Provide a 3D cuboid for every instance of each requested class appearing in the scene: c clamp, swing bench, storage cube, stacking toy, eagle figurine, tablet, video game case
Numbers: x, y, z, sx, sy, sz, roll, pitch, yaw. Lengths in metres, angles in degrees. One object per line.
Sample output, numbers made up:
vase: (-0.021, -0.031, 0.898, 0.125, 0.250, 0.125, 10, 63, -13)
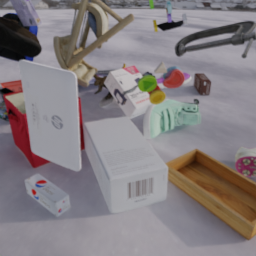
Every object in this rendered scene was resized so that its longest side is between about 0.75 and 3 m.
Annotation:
c clamp: (2.324, -2.435, 7.732, 2.623, 0.355, 2.241, 5, 41, 45)
swing bench: (-1.325, -3.322, 10.104, 1.875, 2.889, 2.874, 35, 17, -12)
storage cube: (-2.565, -0.141, 8.635, 1.998, 1.796, 1.708, -21, 35, -32)
stacking toy: (1.029, -2.892, 7.040, 0.890, 0.277, 1.181, -11, -15, 8)
eagle figurine: (-0.207, -1.898, 12.219, 2.420, 1.826, 1.836, 6, 53, -36)
tablet: (-1.409, -0.176, 5.090, 1.268, 1.949, 0.133, 17, 33, 24)
video game case: (-1.413, -2.422, 13.415, 2.673, 0.254, 1.909, -5, -2, -11)
stacking toy: (0.807, -1.297, 7.434, 1.071, 1.183, 0.500, 30, 31, -40)

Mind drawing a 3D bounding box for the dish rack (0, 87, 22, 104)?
dish rack: (-3.599, -1.311, 11.453, 1.970, 0.701, 2.568, 26, 37, 30)

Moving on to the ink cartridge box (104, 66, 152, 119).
ink cartridge box: (0.136, -1.440, 11.112, 1.332, 0.776, 1.840, -24, 72, -36)

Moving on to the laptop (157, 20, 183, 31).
laptop: (1.635, -4.006, 10.647, 0.801, 0.467, 0.904, 3, 46, 44)

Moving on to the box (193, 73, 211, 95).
box: (3.526, -2.107, 13.374, 0.498, 0.666, 1.330, 0, 29, 0)

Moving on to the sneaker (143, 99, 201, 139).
sneaker: (1.620, -0.362, 9.745, 1.626, 1.014, 2.757, 8, 27, 26)

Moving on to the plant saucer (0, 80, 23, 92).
plant saucer: (-5.104, -1.902, 13.382, 1.657, 0.305, 1.660, -15, 33, -25)

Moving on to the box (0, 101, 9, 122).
box: (-4.764, -0.706, 11.213, 1.519, 0.286, 1.038, 16, 33, 27)

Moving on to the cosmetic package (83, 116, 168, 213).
cosmetic package: (-0.215, 0.814, 7.671, 1.499, 1.092, 2.949, -9, 28, -16)

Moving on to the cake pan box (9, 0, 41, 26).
cake pan box: (-2.678, -3.041, 7.293, 0.705, 0.766, 0.200, 13, 49, 39)

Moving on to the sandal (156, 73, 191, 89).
sandal: (2.109, -2.540, 14.095, 2.933, 0.721, 1.193, -21, 35, -33)

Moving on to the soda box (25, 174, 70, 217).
soda box: (-1.984, 1.613, 6.847, 1.275, 0.434, 0.406, 22, 36, 34)

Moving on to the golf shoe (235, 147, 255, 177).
golf shoe: (4.098, 0.906, 7.797, 2.177, 0.820, 0.996, 7, 26, 10)

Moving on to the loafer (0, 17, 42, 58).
loafer: (-3.379, -2.640, 7.678, 2.051, 0.749, 0.732, 25, 40, -43)

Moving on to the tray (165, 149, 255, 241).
tray: (2.258, 1.495, 7.032, 1.311, 0.492, 2.658, -20, 34, -31)

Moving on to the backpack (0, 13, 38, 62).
backpack: (-3.713, -3.075, 9.466, 1.200, 1.476, 1.239, 14, 18, -1)
